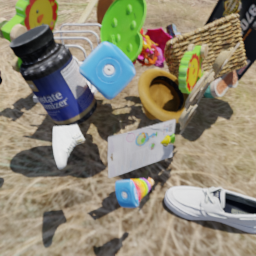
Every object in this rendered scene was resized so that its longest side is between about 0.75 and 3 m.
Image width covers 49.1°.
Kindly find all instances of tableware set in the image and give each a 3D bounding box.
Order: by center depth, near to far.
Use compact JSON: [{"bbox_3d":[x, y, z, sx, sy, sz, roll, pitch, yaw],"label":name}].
[{"bbox_3d":[1.971,-0.992,7.268,0.294,2.534,2.117,35,74,12],"label":"tableware set"}]

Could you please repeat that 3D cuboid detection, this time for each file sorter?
[{"bbox_3d":[-2.043,-2.365,10.075,2.021,1.813,2.912,5,40,13],"label":"file sorter"}]

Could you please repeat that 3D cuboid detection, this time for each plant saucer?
[{"bbox_3d":[-0.622,-4.519,11.474,0.468,2.500,2.500,-19,46,-31],"label":"plant saucer"}]

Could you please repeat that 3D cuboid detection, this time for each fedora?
[{"bbox_3d":[0.977,-0.845,8.464,2.006,0.818,2.006,16,53,-22],"label":"fedora"}]

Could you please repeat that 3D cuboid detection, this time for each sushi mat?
[{"bbox_3d":[-1.763,-5.410,12.677,0.804,0.102,1.682,24,83,52],"label":"sushi mat"}]

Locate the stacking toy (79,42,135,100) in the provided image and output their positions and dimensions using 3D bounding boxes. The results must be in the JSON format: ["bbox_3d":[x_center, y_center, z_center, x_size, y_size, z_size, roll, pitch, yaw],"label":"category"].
[{"bbox_3d":[-0.662,-1.652,8.272,1.187,1.255,2.163,-46,13,0],"label":"stacking toy"}]

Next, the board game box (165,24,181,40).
[{"bbox_3d":[2.087,-4.243,12.710,0.277,0.899,0.898,-18,13,-16],"label":"board game box"}]

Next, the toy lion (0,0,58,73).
[{"bbox_3d":[-3.571,-3.763,10.712,0.995,2.899,2.779,25,62,12],"label":"toy lion"}]

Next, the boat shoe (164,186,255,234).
[{"bbox_3d":[2.574,2.146,8.166,2.985,0.976,1.098,9,44,9],"label":"boat shoe"}]

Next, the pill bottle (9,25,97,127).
[{"bbox_3d":[-2.065,-1.404,7.928,1.493,2.670,1.493,-17,37,13],"label":"pill bottle"}]

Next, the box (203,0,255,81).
[{"bbox_3d":[4.071,-3.577,10.429,2.376,2.989,0.688,36,51,9],"label":"box"}]

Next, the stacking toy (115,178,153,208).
[{"bbox_3d":[0.257,1.344,6.240,0.568,0.600,1.034,-14,-2,41],"label":"stacking toy"}]

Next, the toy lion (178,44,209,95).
[{"bbox_3d":[1.822,-1.517,7.938,0.540,1.572,1.506,12,56,28],"label":"toy lion"}]

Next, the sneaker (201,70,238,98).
[{"bbox_3d":[3.289,-1.649,10.264,0.866,0.774,2.168,-4,19,46],"label":"sneaker"}]

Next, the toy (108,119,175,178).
[{"bbox_3d":[0.311,0.461,7.502,2.090,1.204,0.493,-13,29,-26],"label":"toy"}]

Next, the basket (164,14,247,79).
[{"bbox_3d":[2.539,-2.761,9.838,2.527,1.883,1.804,-23,27,3],"label":"basket"}]

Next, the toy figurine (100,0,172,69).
[{"bbox_3d":[0.670,-2.981,10.027,2.546,2.077,2.766,17,51,-45],"label":"toy figurine"}]

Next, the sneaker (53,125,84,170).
[{"bbox_3d":[-1.282,0.359,6.134,0.664,0.423,1.148,-10,49,-6],"label":"sneaker"}]

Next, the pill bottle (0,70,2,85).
[{"bbox_3d":[-3.336,-1.388,6.538,0.567,1.014,0.567,1,61,-1],"label":"pill bottle"}]
